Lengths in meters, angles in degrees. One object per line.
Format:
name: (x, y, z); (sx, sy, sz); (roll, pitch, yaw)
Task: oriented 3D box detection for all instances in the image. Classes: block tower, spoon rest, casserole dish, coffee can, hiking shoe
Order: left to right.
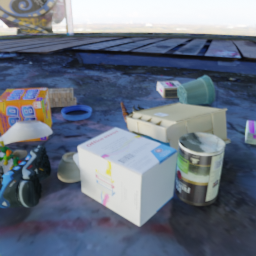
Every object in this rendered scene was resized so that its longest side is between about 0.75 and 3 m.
spoon rest: (-4.017, 0.227, 9.371); (2.878, 0.872, 1.430); (0, 10, -9)
hiking shoe: (-2.832, 1.208, 7.572); (1.122, 0.963, 2.588); (-10, 18, 0)
block tower: (-3.981, -1.465, 13.789); (2.777, 0.803, 0.750); (-2, 25, -8)
casserole dish: (1.063, 0.858, 8.989); (2.720, 0.528, 1.648); (4, 25, 9)
coffee can: (1.836, 1.049, 7.304); (1.137, 1.554, 1.137); (0, 24, 0)

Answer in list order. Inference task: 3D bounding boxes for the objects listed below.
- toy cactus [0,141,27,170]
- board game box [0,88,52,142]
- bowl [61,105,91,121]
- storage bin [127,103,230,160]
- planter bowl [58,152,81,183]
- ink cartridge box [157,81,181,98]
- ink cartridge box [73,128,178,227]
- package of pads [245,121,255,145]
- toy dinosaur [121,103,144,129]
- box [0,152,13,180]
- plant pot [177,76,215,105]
toy cactus: (-3.464, 0.779, 8.278); (1.280, 0.655, 1.056); (26, 16, 24)
board game box: (-3.894, -0.529, 10.728); (1.585, 1.586, 1.585); (-3, 25, -6)
bowl: (-2.326, -0.684, 12.683); (1.352, 0.265, 1.352); (0, 25, 0)
storage bin: (1.612, -0.002, 9.538); (2.484, 1.173, 2.502); (-14, 17, -27)
planter bowl: (-1.664, 1.109, 8.329); (0.911, 0.613, 0.911); (-1, 25, 0)
ink cartridge box: (2.360, -2.155, 15.566); (1.216, 0.554, 1.476); (-3, 26, -9)
ink cartridge box: (-0.145, 1.095, 7.307); (2.339, 1.465, 1.503); (20, 31, 36)
package of pads: (4.995, 0.195, 10.489); (1.082, 0.478, 1.401); (9, 26, 19)
toy dinosaur: (0.164, -0.369, 10.726); (1.417, 0.962, 0.724); (43, 33, -8)
box: (-4.438, 1.140, 8.401); (1.621, 0.488, 0.946); (-3, 25, -7)
plant pot: (3.275, -1.733, 13.786); (1.409, 1.439, 1.439); (-13, 27, -10)
